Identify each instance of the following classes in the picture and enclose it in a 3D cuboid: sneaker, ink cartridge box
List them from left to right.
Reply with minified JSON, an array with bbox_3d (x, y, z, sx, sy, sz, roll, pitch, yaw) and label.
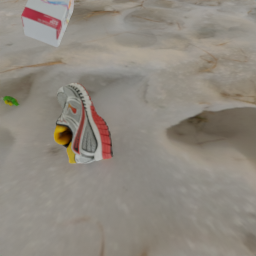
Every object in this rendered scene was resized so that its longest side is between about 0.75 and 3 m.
[{"bbox_3d":[-1.773,-2.602,6.304,0.809,0.813,1.118,18,75,-9],"label":"ink cartridge box"},{"bbox_3d":[-1.297,-0.204,6.612,1.086,1.029,2.643,-16,41,-18],"label":"sneaker"}]

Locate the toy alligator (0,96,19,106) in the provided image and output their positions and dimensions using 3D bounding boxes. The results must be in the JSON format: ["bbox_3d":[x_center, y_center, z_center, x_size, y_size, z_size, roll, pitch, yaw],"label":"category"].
[{"bbox_3d":[-3.447,-0.829,8.042,0.776,0.211,0.230,20,43,23],"label":"toy alligator"}]
